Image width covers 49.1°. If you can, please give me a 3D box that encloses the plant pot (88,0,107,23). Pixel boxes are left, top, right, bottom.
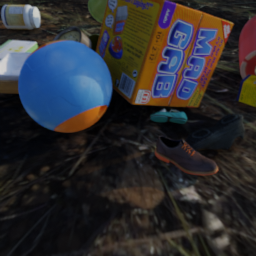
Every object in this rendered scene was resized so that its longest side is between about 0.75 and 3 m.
[{"bbox_3d":[-1.186,-7.587,16.863,1.916,1.916,1.762,-32,3,-37],"label":"plant pot"}]

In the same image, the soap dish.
[{"bbox_3d":[-3.853,-1.983,10.103,1.611,0.831,2.047,1,38,1],"label":"soap dish"}]

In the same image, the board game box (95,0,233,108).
[{"bbox_3d":[0.929,-2.594,9.149,2.855,2.854,2.857,-1,31,-35],"label":"board game box"}]

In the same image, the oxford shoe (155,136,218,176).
[{"bbox_3d":[1.453,0.693,7.114,1.689,0.613,0.601,18,39,23],"label":"oxford shoe"}]

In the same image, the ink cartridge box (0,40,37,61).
[{"bbox_3d":[-4.452,-3.125,12.376,2.833,0.679,2.062,6,39,11],"label":"ink cartridge box"}]

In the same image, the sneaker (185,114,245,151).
[{"bbox_3d":[2.365,0.325,7.557,1.790,0.812,0.680,-25,21,3],"label":"sneaker"}]

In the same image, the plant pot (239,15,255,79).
[{"bbox_3d":[5.343,-2.794,10.602,2.562,2.562,2.267,15,49,20],"label":"plant pot"}]

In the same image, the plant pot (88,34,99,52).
[{"bbox_3d":[-0.864,-3.233,12.113,1.476,1.476,1.578,27,27,32],"label":"plant pot"}]

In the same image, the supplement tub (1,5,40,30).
[{"bbox_3d":[-6.319,-6.543,16.587,1.870,1.350,1.350,2,36,2],"label":"supplement tub"}]

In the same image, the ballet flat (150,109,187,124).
[{"bbox_3d":[1.254,-0.380,8.779,1.165,0.392,0.410,5,57,-2],"label":"ballet flat"}]

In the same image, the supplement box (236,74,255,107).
[{"bbox_3d":[4.599,-1.178,9.586,1.425,0.776,0.780,27,44,31],"label":"supplement box"}]

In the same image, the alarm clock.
[{"bbox_3d":[-2.230,-2.905,11.181,1.892,0.934,2.806,-46,47,8],"label":"alarm clock"}]

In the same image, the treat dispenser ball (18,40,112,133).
[{"bbox_3d":[-1.764,-1.162,8.022,2.595,2.595,2.595,0,36,0],"label":"treat dispenser ball"}]
